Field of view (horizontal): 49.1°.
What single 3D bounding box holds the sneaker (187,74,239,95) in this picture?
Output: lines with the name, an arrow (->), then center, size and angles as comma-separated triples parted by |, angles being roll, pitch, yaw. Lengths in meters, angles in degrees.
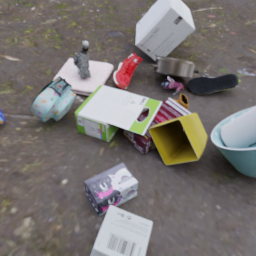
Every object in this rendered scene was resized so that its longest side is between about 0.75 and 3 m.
sneaker -> 3.914, -1.943, 12.884 | 2.305, 0.826, 0.954 | -2, -1, 16

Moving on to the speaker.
speaker -> 4.247, -0.201, 8.840 | 1.091, 2.686, 1.091 | 15, 57, -24

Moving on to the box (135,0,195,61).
box -> 1.815, -5.212, 14.428 | 1.687, 2.567, 2.581 | 32, 38, -24

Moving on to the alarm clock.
alarm clock -> 2.408, -2.779, 12.986 | 2.690, 0.895, 1.814 | 14, 14, 4

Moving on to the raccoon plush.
raccoon plush -> -2.024, -2.961, 12.617 | 0.753, 1.557, 1.043 | -13, 54, -18

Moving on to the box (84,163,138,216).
box -> -0.519, 1.912, 8.784 | 1.423, 0.816, 0.940 | -24, 49, -22

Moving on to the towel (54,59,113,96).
towel -> -2.189, -2.457, 13.511 | 2.398, 0.405, 2.511 | 10, 46, 11

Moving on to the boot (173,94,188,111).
boot -> 2.169, -1.070, 11.711 | 0.465, 0.946, 1.322 | -13, 45, -13

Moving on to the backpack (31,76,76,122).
backpack -> -2.974, -0.996, 11.088 | 1.286, 1.475, 1.678 | 45, 53, 0

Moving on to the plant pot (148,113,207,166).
plant pot -> 1.859, 0.273, 9.667 | 1.294, 1.467, 1.468 | -31, 8, -41

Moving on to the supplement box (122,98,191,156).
supplement box -> 1.143, -0.108, 10.872 | 2.461, 0.749, 1.340 | -28, 51, -25

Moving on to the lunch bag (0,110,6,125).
lunch bag -> -5.749, -0.504, 11.364 | 1.099, 0.686, 1.459 | -34, 41, -12

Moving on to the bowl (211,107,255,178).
bowl -> 4.428, 0.529, 9.190 | 2.990, 1.564, 2.990 | -24, 18, 8

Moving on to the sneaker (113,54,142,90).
sneaker -> 0.006, -2.797, 13.124 | 0.838, 1.236, 2.139 | 29, 40, -23

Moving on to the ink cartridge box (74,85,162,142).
ink cartridge box -> -0.347, -0.432, 10.977 | 2.787, 1.056, 2.060 | 18, 47, 17

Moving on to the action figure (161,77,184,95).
action figure -> 2.099, -1.987, 12.731 | 1.075, 0.801, 0.720 | 3, 46, -18

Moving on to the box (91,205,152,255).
box -> -0.182, 2.995, 7.368 | 1.259, 1.084, 1.265 | 21, 46, 4
